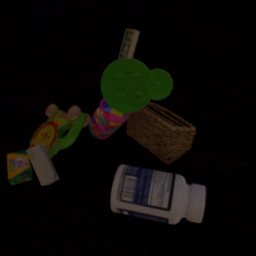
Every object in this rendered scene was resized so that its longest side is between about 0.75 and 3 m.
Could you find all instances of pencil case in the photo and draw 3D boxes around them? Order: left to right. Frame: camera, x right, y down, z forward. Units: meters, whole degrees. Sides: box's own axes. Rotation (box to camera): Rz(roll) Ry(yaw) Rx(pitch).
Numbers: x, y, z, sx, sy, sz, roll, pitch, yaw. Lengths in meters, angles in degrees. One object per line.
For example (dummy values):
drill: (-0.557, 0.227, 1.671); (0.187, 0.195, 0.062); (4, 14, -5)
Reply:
pencil case: (-0.605, -0.303, 8.431); (0.950, 2.149, 0.950); (5, 72, -17)

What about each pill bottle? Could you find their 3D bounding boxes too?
pill bottle: (0.736, 1.662, 6.858); (2.142, 1.189, 1.189); (9, 42, 10)

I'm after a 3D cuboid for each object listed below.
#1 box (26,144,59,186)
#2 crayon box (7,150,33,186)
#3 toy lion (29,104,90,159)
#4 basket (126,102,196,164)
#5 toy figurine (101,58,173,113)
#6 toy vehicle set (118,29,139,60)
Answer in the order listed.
box: (-2.280, 0.982, 7.468); (0.435, 1.058, 0.362); (-18, 6, 44)
crayon box: (-3.158, 1.134, 8.144); (0.609, 0.299, 1.026); (-14, 43, -15)
toy lion: (-2.194, 0.193, 8.418); (1.827, 0.627, 1.751); (6, 66, 41)
basket: (1.068, -0.193, 8.744); (1.465, 1.529, 2.052); (-30, 48, -30)
toy figurine: (0.389, -1.263, 7.920); (1.874, 1.407, 1.725); (-2, 13, 15)
toy vehicle set: (-0.025, -3.309, 11.781); (0.211, 1.594, 0.990); (9, 16, -26)
